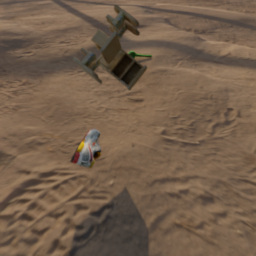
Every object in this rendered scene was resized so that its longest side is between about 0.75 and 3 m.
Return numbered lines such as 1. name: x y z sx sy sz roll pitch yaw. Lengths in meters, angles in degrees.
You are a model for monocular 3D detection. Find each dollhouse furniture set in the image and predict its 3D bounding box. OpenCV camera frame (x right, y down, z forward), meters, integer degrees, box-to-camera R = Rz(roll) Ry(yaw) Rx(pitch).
1. dollhouse furniture set: -0.340 -2.458 9.870 1.686 2.224 2.537 38 1 5

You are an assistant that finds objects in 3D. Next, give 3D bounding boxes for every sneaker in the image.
1. sneaker: -0.835 0.477 6.185 0.515 0.488 1.254 29 31 -5

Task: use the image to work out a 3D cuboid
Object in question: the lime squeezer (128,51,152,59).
1. lime squeezer: 0.188 -4.132 16.928 0.994 0.531 2.815 48 50 9
